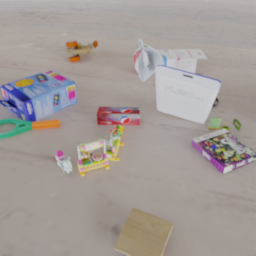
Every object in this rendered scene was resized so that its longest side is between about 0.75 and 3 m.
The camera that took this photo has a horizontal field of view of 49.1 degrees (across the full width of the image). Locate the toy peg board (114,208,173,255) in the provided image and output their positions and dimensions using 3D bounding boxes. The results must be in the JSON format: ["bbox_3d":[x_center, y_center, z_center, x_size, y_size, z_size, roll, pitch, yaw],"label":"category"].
[{"bbox_3d":[0.369,2.451,6.163,0.985,0.482,0.981,15,53,22],"label":"toy peg board"}]

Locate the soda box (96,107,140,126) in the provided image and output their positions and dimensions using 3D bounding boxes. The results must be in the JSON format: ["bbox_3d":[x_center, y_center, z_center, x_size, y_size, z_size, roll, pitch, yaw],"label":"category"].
[{"bbox_3d":[-0.338,-0.425,10.087,1.539,0.488,0.539,1,34,3],"label":"soda box"}]

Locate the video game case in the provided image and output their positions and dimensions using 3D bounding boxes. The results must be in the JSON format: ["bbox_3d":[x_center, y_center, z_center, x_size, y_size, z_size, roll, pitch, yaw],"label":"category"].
[{"bbox_3d":[2.981,0.675,8.727,1.379,0.272,1.522,-16,38,-21],"label":"video game case"}]

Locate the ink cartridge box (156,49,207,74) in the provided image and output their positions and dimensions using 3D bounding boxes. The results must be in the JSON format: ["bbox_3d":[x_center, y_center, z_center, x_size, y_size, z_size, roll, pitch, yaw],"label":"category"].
[{"bbox_3d":[2.500,-3.281,13.831,2.407,0.817,1.386,-2,35,-2],"label":"ink cartridge box"}]

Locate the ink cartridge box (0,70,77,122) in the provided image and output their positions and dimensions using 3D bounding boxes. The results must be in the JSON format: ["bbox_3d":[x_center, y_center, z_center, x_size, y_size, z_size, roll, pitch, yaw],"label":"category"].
[{"bbox_3d":[-3.567,-1.194,10.762,1.821,1.019,2.669,30,47,35],"label":"ink cartridge box"}]

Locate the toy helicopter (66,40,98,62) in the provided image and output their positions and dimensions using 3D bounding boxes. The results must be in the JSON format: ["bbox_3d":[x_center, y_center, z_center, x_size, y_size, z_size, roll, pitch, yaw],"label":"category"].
[{"bbox_3d":[-2.610,-4.441,15.442,1.661,0.991,2.512,-15,27,-12],"label":"toy helicopter"}]

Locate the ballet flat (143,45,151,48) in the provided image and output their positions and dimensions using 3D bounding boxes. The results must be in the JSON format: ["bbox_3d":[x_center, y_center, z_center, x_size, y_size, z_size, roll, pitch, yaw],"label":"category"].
[{"bbox_3d":[1.104,-4.618,16.173,0.906,0.305,0.308,18,39,23],"label":"ballet flat"}]

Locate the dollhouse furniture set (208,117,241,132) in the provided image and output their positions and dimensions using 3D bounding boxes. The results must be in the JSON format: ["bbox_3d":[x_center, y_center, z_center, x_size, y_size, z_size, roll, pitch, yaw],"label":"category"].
[{"bbox_3d":[3.284,-0.073,9.588,1.010,0.505,0.390,-2,35,-4],"label":"dollhouse furniture set"}]

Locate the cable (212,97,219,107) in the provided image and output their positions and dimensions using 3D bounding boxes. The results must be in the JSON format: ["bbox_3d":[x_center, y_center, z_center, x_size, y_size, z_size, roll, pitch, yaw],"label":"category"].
[{"bbox_3d":[2.883,-1.211,11.393,1.177,0.367,1.443,-15,40,-12],"label":"cable"}]

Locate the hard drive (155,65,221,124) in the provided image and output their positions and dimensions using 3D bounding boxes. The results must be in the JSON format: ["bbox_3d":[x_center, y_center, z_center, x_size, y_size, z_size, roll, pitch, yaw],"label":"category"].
[{"bbox_3d":[1.796,-0.973,9.024,1.816,2.753,0.349,18,75,12],"label":"hard drive"}]

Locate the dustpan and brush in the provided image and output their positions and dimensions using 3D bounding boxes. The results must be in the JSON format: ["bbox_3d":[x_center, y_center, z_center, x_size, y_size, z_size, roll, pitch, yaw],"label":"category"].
[{"bbox_3d":[0.640,-2.579,10.011,0.459,1.120,1.605,20,48,-34],"label":"dustpan and brush"}]

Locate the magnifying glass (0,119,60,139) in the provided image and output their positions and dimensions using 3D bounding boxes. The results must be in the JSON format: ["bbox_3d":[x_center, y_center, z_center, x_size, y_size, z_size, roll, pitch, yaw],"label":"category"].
[{"bbox_3d":[-3.606,-0.058,9.783,2.408,0.270,0.959,-4,35,-7],"label":"magnifying glass"}]

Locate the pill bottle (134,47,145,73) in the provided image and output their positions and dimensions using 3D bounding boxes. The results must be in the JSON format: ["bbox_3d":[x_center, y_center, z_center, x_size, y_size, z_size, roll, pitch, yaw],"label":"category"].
[{"bbox_3d":[0.774,-3.352,13.802,0.976,0.976,1.739,-2,35,-2],"label":"pill bottle"}]

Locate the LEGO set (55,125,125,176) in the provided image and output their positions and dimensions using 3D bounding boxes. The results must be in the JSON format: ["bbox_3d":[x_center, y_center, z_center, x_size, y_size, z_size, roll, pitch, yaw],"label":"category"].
[{"bbox_3d":[-0.834,0.464,8.403,1.214,0.982,2.639,30,45,35],"label":"LEGO set"}]
